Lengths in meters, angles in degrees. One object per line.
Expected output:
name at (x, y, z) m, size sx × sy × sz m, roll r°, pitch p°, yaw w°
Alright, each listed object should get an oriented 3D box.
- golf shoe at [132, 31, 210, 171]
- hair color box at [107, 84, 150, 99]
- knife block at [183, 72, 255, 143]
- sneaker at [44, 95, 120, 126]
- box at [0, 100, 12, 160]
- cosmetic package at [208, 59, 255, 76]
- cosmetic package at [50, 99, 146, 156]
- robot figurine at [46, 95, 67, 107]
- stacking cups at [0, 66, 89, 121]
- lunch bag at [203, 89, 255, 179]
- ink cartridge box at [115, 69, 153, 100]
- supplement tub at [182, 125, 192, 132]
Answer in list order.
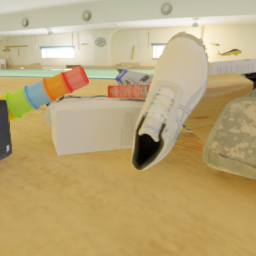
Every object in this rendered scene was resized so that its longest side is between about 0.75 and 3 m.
golf shoe at (0.729, -0.342, 5.283) m, size 1.082 × 2.765 × 1.344 m, roll 21°, pitch 31°, yaw 14°
hair color box at (0.115, -0.978, 7.562) m, size 1.190 × 0.380 × 0.660 m, roll 4°, pitch 8°, yaw 26°
knife block at (2.344, -0.885, 6.745) m, size 2.855 × 2.506 × 0.913 m, roll 36°, pitch 15°, yaw -21°
sneaker at (-1.125, -0.486, 8.756) m, size 2.694 × 1.012 × 1.549 m, roll -13°, pitch 19°, yaw -39°
box at (-3.962, 0.217, 5.484) m, size 2.314 × 1.359 × 2.276 m, roll 3°, pitch 15°, yaw 6°
cosmetic package at (3.324, -1.373, 9.556) m, size 2.158 × 1.780 × 1.779 m, roll -8°, pitch 12°, yaw -17°
cosmetic package at (-0.601, -0.127, 7.220) m, size 2.617 × 1.110 × 1.408 m, roll -5°, pitch 16°, yaw -18°
robot figurine at (-3.024, -1.211, 11.844) m, size 0.853 × 1.027 × 1.366 m, roll -21°, pitch 15°, yaw 2°
stacking cups at (-2.246, -0.874, 7.045) m, size 2.529 × 0.765 × 0.765 m, roll -24°, pitch 14°, yaw 6°
lunch bag at (2.959, 0.233, 5.080) m, size 2.194 × 1.573 × 2.676 m, roll 19°, pitch 33°, yaw 41°
ink cartridge box at (0.646, -1.131, 9.633) m, size 0.598 × 1.701 × 2.851 m, roll -47°, pitch 38°, yaw -13°
supplement tub at (1.876, -0.365, 8.074) m, size 0.678 × 0.678 × 1.106 m, roll 2°, pitch -19°, yaw 7°
